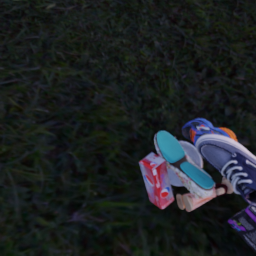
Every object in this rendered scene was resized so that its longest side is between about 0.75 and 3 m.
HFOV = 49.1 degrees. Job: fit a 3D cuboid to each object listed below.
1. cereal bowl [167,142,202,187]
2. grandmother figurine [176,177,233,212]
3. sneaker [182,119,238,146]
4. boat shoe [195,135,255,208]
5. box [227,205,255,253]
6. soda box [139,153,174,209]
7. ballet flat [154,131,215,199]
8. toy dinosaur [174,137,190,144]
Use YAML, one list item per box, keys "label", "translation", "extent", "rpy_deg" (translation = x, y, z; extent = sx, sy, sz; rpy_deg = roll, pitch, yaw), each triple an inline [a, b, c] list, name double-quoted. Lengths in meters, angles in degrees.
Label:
- label: "cereal bowl"
  translation: [1.843, 1.253, 9.696]
  extent: [1.519, 0.633, 1.519]
  rpy_deg: [-5, 78, 26]
- label: "grandmother figurine"
  translation: [2.773, 2.175, 9.436]
  extent: [2.301, 1.396, 0.697]
  rpy_deg: [-13, 95, -21]
- label: "sneaker"
  translation: [2.602, 0.303, 9.807]
  extent: [0.989, 2.522, 0.950]
  rpy_deg: [-17, 105, -20]
- label: "boat shoe"
  translation: [3.104, 1.237, 7.889]
  extent: [2.746, 1.025, 1.273]
  rpy_deg: [28, 34, 10]
- label: "box"
  translation: [3.936, 3.139, 8.476]
  extent: [0.372, 2.060, 1.473]
  rpy_deg: [-34, 67, -19]
- label: "soda box"
  translation: [0.951, 1.781, 9.235]
  extent: [0.603, 1.900, 0.665]
  rpy_deg: [-34, 37, -25]
- label: "ballet flat"
  translation: [1.650, 1.252, 9.043]
  extent: [0.998, 0.844, 2.640]
  rpy_deg: [-20, 54, -28]
- label: "toy dinosaur"
  translation: [1.803, 1.008, 10.422]
  extent: [1.015, 0.643, 1.497]
  rpy_deg: [37, 79, -7]
